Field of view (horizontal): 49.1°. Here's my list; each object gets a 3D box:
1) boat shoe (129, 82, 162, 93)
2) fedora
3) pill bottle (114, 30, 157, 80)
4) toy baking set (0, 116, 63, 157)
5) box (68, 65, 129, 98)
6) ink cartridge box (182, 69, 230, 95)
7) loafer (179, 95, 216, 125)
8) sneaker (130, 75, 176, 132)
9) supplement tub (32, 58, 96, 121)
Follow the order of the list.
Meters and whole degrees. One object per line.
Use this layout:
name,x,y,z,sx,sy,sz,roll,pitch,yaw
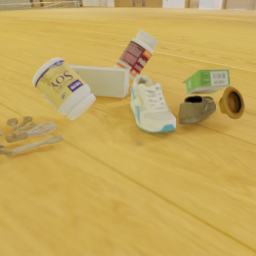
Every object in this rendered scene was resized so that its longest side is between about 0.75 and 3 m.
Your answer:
boat shoe,0.701,-1.598,11.440,1.334,0.475,0.417,-6,0,-7
fedora,3.219,-0.761,8.892,1.108,1.108,0.452,-22,1,-35
pill bottle,0.379,-3.281,12.672,1.144,2.004,1.144,34,8,-5
toy baking set,-3.137,0.167,7.964,2.406,0.280,1.847,18,38,29
box,-1.334,-1.903,11.255,2.652,1.089,0.907,8,20,11
ink cartridge box,2.505,-1.449,9.307,0.971,0.555,1.871,-3,-3,-6
loafer,2.334,-0.748,9.303,0.831,0.737,2.186,0,20,33
sneaker,0.718,-0.811,9.220,1.100,1.162,2.877,-7,32,-16
supplement tub,-1.997,-1.206,8.856,1.718,1.249,1.249,46,37,-1
